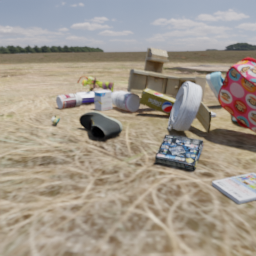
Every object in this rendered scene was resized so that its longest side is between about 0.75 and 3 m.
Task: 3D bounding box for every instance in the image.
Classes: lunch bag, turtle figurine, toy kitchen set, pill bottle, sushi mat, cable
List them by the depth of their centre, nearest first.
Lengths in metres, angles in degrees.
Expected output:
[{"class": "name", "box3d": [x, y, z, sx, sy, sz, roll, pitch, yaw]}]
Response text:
[{"class": "lunch bag", "box3d": [4.281, -0.777, 9.290, 1.076, 2.313, 2.626, -33, 60, -21]}, {"class": "cable", "box3d": [2.056, -0.743, 10.023, 0.615, 1.776, 1.776, 17, -8, -4]}, {"class": "sushi mat", "box3d": [2.606, -0.740, 10.614, 0.126, 0.999, 2.088, -13, 37, -8]}, {"class": "toy kitchen set", "box3d": [1.714, -2.462, 12.553, 2.719, 2.218, 2.453, 5, 8, -19]}, {"class": "pill bottle", "box3d": [-0.163, -1.346, 13.862, 0.874, 0.874, 1.542, -12, 21, -36]}, {"class": "pill bottle", "box3d": [-3.009, -1.382, 14.318, 1.175, 0.671, 0.671, -14, 21, -37]}, {"class": "turtle figurine", "box3d": [-1.900, -2.531, 16.737, 2.070, 0.827, 2.567, 9, -19, -3]}]

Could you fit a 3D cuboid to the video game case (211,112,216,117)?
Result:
[{"class": "video game case", "box3d": [3.135, -0.756, 13.140, 1.262, 0.159, 1.762, -4, 17, -11]}]

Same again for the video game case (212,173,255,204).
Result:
[{"class": "video game case", "box3d": [2.660, 1.331, 6.278, 1.238, 0.112, 0.886, -7, 18, -20]}]

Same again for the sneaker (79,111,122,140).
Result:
[{"class": "sneaker", "box3d": [-1.242, -0.120, 10.019, 1.908, 0.714, 1.014, 13, 19, 33]}]

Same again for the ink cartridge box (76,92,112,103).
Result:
[{"class": "ink cartridge box", "box3d": [-1.843, -1.733, 15.821, 1.981, 0.434, 2.000, -6, 15, -15]}]

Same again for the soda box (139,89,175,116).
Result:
[{"class": "soda box", "box3d": [1.519, -1.099, 12.536, 1.937, 0.656, 0.620, 23, 24, 15]}]

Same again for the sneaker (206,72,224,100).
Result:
[{"class": "sneaker", "box3d": [4.811, -1.927, 14.083, 0.891, 2.175, 0.804, -19, 43, 41]}]

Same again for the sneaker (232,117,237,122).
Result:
[{"class": "sneaker", "box3d": [5.074, -0.939, 11.966, 1.128, 1.191, 2.948, 6, 18, 13]}]

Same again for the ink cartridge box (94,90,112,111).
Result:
[{"class": "ink cartridge box", "box3d": [-1.247, -1.354, 13.836, 0.661, 0.897, 0.649, -13, 19, -37]}]

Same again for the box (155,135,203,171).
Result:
[{"class": "box", "box3d": [1.395, 0.643, 7.624, 1.111, 0.256, 0.883, 8, 49, 27]}]

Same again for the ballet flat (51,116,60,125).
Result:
[{"class": "ballet flat", "box3d": [-2.972, -0.319, 11.383, 0.313, 0.313, 0.885, -1, 13, -4]}]
